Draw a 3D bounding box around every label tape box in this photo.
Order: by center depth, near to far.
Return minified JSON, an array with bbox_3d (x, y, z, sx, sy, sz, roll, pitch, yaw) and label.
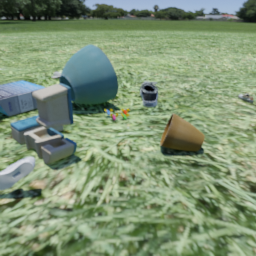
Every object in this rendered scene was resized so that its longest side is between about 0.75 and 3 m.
[{"bbox_3d":[-5.031,-1.171,11.599,1.917,0.885,2.676,19,32,38],"label":"label tape box"}]

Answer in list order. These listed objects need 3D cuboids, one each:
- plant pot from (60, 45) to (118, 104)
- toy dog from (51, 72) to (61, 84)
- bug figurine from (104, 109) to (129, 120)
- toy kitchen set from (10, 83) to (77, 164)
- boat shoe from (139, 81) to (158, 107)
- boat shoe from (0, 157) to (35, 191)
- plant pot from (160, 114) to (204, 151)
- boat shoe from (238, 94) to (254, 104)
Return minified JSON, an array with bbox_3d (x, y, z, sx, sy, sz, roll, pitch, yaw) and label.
[{"bbox_3d":[-1.828,-1.963,11.644,1.665,2.472,2.472,-32,37,-26],"label":"plant pot"},{"bbox_3d":[-3.355,-2.213,14.064,0.804,1.101,1.670,-44,30,-13],"label":"toy dog"},{"bbox_3d":[-0.410,-0.524,10.850,0.998,0.257,0.774,-2,29,-17],"label":"bug figurine"},{"bbox_3d":[-2.360,-0.449,8.372,1.565,2.128,2.657,-22,32,-38],"label":"toy kitchen set"},{"bbox_3d":[0.942,-1.721,12.867,0.887,0.820,2.401,3,24,7],"label":"boat shoe"},{"bbox_3d":[-2.592,1.005,6.324,1.128,0.406,0.386,-36,18,7],"label":"boat shoe"},{"bbox_3d":[1.657,0.247,8.375,1.118,1.041,1.041,21,25,0],"label":"plant pot"},{"bbox_3d":[5.402,-1.406,12.785,0.345,0.316,0.923,-8,25,-17],"label":"boat shoe"}]
